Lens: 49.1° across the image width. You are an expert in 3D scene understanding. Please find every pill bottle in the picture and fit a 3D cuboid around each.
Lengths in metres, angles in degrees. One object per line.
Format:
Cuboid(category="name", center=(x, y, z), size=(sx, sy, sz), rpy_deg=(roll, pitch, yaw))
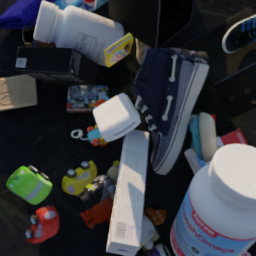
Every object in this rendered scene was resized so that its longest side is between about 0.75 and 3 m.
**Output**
Cuboid(category="pill bottle", center=(-1.511, -2.873, 8.578), size=(2.474, 1.414, 1.414), rpy_deg=(12, 61, -23))
Cuboid(category="pill bottle", center=(1.837, 1.681, 5.541), size=(1.530, 2.813, 1.530), rpy_deg=(4, 44, -4))

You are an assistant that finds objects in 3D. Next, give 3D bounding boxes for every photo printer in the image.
Cuboid(category="photo printer", center=(-0.255, -0.217, 6.189), size=(0.935, 0.390, 1.124), rpy_deg=(-31, 36, 1))

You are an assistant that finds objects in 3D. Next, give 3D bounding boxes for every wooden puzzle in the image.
Cuboid(category="wooden puzzle", center=(-3.521, -1.099, 8.882), size=(1.239, 0.310, 1.338), rpy_deg=(-11, 59, -6))

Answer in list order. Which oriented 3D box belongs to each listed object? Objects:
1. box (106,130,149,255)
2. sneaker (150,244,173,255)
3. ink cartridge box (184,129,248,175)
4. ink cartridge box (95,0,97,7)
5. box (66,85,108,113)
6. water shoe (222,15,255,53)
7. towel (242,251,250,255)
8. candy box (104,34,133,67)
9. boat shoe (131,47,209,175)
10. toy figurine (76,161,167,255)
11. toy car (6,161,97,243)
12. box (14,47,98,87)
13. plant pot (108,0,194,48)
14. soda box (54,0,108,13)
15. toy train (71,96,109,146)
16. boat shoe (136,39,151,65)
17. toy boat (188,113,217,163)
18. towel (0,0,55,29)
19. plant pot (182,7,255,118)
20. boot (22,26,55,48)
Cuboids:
Cuboid(category="box", center=(0.043, 1.117, 5.476), size=(0.530, 0.495, 2.559), rpy_deg=(13, 46, -5))
Cuboid(category="sneaker", center=(0.918, 3.480, 6.415), size=(0.630, 0.609, 1.510), rpy_deg=(-39, 48, 12))
Cuboid(category="ink cartridge box", center=(2.744, 1.199, 7.367), size=(1.812, 0.460, 2.057), rpy_deg=(-22, 79, -10))
Cuboid(category="ink cartridge box", center=(-0.379, -4.438, 7.251), size=(0.548, 2.318, 1.855), rpy_deg=(8, 78, -13))
Cuboid(category="box", center=(-1.262, -0.915, 8.796), size=(1.266, 0.253, 0.867), rpy_deg=(-2, 63, -1))
Cuboid(category="water shoe", center=(2.808, -2.202, 6.216), size=(1.504, 0.593, 0.538), rpy_deg=(-34, 109, 12))
Cuboid(category="towel", center=(2.080, 3.380, 6.675), size=(1.152, 0.236, 1.575), rpy_deg=(31, 70, 15))
Cuboid(category="candy box", center=(-0.195, -1.462, 5.396), size=(0.558, 1.092, 0.144), rpy_deg=(-32, 93, -2))
Cuboid(category="boat shoe", center=(0.634, -0.382, 6.209), size=(1.353, 2.917, 1.089), rpy_deg=(13, 19, -5))
Cuboid(category="toy figurine", center=(-0.094, 1.952, 6.371), size=(1.375, 1.945, 1.976), rpy_deg=(-34, 60, -25))
Cuboid(category="toy car", center=(-1.745, 1.533, 6.214), size=(0.542, 2.288, 2.432), rpy_deg=(32, 77, 30))
Cuboid(category="box", center=(-2.076, -1.780, 8.227), size=(1.947, 1.374, 0.768), rpy_deg=(8, 84, 24))
Cuboid(category="plant pot", center=(0.680, -4.330, 8.859), size=(2.163, 2.432, 2.438), rpy_deg=(27, 52, 24))
Cuboid(category="soda box", center=(-1.634, -4.788, 10.492), size=(0.744, 0.704, 2.194), rpy_deg=(41, 71, 18))
Cuboid(category="toy train", center=(-0.732, -0.116, 7.655), size=(1.241, 0.459, 1.652), rpy_deg=(16, 54, 25))
Cuboid(category="boat shoe", center=(0.587, -2.791, 9.528), size=(0.668, 0.627, 1.812), rpy_deg=(-10, 64, -5))
Cuboid(category="toy boat", center=(1.633, 0.110, 6.300), size=(0.646, 1.169, 1.390), rpy_deg=(-5, 30, 19))
Cuboid(category="towel", center=(-3.437, -4.436, 10.133), size=(1.821, 0.611, 2.466), rpy_deg=(11, 57, 40))
Cuboid(category="plant pot", center=(2.927, -1.510, 7.476), size=(2.028, 2.023, 1.799), rpy_deg=(-28, 39, 21))
Cuboid(category="boot", center=(-2.982, -3.178, 9.463), size=(0.837, 1.086, 2.241), rpy_deg=(1, 63, -1))
